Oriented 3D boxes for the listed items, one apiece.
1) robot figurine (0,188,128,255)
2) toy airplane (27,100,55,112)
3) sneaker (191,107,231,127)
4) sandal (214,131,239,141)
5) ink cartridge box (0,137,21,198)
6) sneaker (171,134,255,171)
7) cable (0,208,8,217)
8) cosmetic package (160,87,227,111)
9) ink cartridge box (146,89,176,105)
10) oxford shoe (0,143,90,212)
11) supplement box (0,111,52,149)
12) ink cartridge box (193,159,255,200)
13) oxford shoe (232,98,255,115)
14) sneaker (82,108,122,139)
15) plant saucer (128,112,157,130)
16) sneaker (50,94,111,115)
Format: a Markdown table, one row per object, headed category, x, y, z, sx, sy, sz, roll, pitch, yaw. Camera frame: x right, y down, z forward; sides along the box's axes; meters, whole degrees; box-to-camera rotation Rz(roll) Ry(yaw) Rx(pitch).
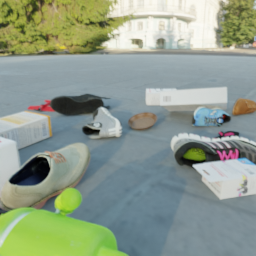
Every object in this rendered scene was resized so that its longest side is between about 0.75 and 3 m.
| category | x | y | z | sx | sy | sz | roll | pitch | yaw |
| --- | --- | --- | --- | --- | --- | --- | --- | --- | --- |
| robot figurine | -0.966 | 1.724 | 3.498 | 2.104 | 1.217 | 1.846 | 8 | 61 | 21 |
| toy airplane | -3.963 | -1.064 | 13.547 | 1.644 | 0.302 | 1.644 | 1 | 19 | -1 |
| sneaker | 3.282 | -0.399 | 10.923 | 1.887 | 0.739 | 0.849 | -11 | 26 | -31 |
| sandal | 3.353 | 0.246 | 9.586 | 0.596 | 0.358 | 1.587 | 14 | 23 | 36 |
| ink cartridge box | -4.220 | 0.874 | 6.388 | 2.885 | 1.216 | 2.088 | 11 | 22 | 29 |
| sneaker | 2.291 | 0.768 | 7.329 | 2.420 | 0.892 | 1.058 | 7 | 29 | 12 |
| cable | -2.640 | 1.929 | 4.331 | 2.174 | 0.552 | 1.774 | -11 | 22 | -31 |
| cosmetic package | 2.814 | -1.150 | 11.833 | 2.593 | 0.670 | 1.955 | -1 | -6 | 19 |
| ink cartridge box | 1.739 | -1.620 | 14.594 | 1.610 | 0.679 | 1.175 | 0 | 19 | 0 |
| oxford shoe | -1.619 | 0.913 | 6.194 | 0.920 | 0.959 | 2.599 | 30 | 35 | 12 |
| supplement box | -3.784 | 0.132 | 9.242 | 1.338 | 0.781 | 2.124 | 12 | 22 | 31 |
| ink cartridge box | 2.341 | 1.184 | 6.570 | 1.494 | 0.507 | 0.860 | -4 | 20 | -14 |
| oxford shoe | 5.303 | -0.937 | 12.578 | 0.736 | 0.736 | 2.065 | 23 | 28 | 40 |
| sneaker | -1.188 | -0.166 | 10.202 | 1.218 | 0.791 | 2.109 | -13 | 23 | -25 |
| plant saucer | 0.568 | -0.224 | 10.845 | 1.154 | 0.211 | 1.154 | -10 | 33 | 6 |
| sneaker | -2.130 | -1.129 | 12.982 | 2.817 | 0.846 | 1.469 | -1 | 13 | -12 |
